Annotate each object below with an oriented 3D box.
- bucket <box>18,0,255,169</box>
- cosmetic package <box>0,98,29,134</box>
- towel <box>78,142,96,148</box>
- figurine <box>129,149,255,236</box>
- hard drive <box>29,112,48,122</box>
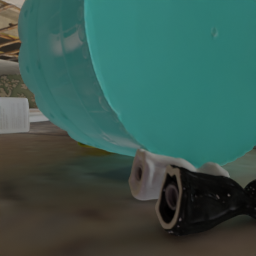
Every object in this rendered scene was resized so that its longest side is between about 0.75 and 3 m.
[{"bbox_3d":[0.303,-0.868,3.001,2.695,2.695,1.754,-3,7,-30],"label":"bucket"},{"bbox_3d":[-3.572,-0.268,6.273,2.351,0.871,1.195,-6,7,-37],"label":"cosmetic package"},{"bbox_3d":[0.213,-0.161,4.860,1.202,0.252,2.792,-6,14,15],"label":"towel"},{"bbox_3d":[0.494,0.384,1.804,0.799,0.352,0.819,8,3,-18],"label":"figurine"},{"bbox_3d":[-3.401,-0.446,10.942,2.166,0.285,1.429,-6,7,-30],"label":"hard drive"}]
